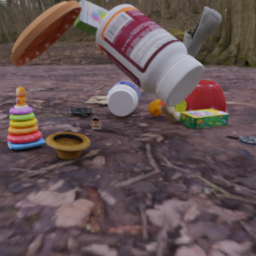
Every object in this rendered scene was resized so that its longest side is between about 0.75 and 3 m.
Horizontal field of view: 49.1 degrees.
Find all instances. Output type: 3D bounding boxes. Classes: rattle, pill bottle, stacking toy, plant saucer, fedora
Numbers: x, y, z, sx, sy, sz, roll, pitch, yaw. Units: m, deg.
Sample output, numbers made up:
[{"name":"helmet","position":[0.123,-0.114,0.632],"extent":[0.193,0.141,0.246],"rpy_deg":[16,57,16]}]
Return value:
[{"name":"rattle","position":[1.129,-1.054,10.946],"extent":[1.871,1.705,2.619],"rpy_deg":[17,18,29]},{"name":"pill bottle","position":[0.565,-1.971,7.700],"extent":[2.822,1.611,1.611],"rpy_deg":[45,37,21]},{"name":"stacking toy","position":[-3.108,-0.311,8.254],"extent":[0.983,1.791,1.039],"rpy_deg":[-9,18,-30]},{"name":"plant saucer","position":[-2.529,-2.900,8.528],"extent":[2.680,0.433,2.680],"rpy_deg":[-39,13,11]},{"name":"pill bottle","position":[-0.223,-1.317,12.589],"extent":[1.362,1.362,2.353],"rpy_deg":[1,17,3]},{"name":"fedora","position":[-1.649,0.526,7.685],"extent":[1.250,0.510,1.250],"rpy_deg":[5,19,-2]}]

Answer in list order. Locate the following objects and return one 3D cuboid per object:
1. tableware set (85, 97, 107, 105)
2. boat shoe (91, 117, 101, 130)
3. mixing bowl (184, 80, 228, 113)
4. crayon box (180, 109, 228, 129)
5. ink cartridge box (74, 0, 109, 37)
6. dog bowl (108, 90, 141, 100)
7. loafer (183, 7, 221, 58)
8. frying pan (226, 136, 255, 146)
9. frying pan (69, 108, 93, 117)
[{"name":"tableware set","position":[-1.291,-1.450,15.144],"extent":[1.876,0.218,1.567],"rpy_deg":[15,21,40]},{"name":"boat shoe","position":[-1.197,-0.228,10.514],"extent":[0.419,0.398,1.108],"rpy_deg":[-3,16,-12]},{"name":"mixing bowl","position":[3.449,-1.512,13.276],"extent":[2.548,1.380,2.548],"rpy_deg":[0,15,0]},{"name":"crayon box","position":[2.927,-0.356,10.829],"extent":[1.600,0.466,0.950],"rpy_deg":[-7,17,-23]},{"name":"ink cartridge box","position":[-1.205,-4.462,11.908],"extent":[2.065,1.072,0.612],"rpy_deg":[13,-20,-33]},{"name":"dog bowl","position":[-0.197,-1.758,15.426],"extent":[1.903,0.472,1.061],"rpy_deg":[-3,16,-30]},{"name":"loafer","position":[2.518,-3.461,10.908],"extent":[0.876,2.512,0.878],"rpy_deg":[28,30,-14]},{"name":"frying pan","position":[3.761,0.348,8.988],"extent":[0.650,0.175,1.075],"rpy_deg":[-5,20,-20]},{"name":"frying pan","position":[-1.869,-0.633,12.178],"extent":[1.026,0.276,1.697],"rpy_deg":[-14,23,-37]}]
